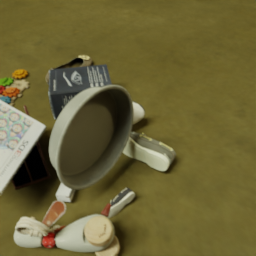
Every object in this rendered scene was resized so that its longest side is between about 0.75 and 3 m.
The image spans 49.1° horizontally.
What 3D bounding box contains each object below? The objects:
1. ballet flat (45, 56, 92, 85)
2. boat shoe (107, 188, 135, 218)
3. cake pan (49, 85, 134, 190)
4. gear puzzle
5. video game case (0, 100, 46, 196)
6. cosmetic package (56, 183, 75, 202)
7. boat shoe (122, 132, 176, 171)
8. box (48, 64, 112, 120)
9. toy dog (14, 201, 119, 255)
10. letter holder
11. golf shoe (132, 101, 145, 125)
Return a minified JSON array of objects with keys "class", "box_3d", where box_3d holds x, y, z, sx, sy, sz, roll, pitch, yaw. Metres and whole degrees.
[{"class":"ballet flat","box_3d":[-2.648,-2.763,12.704,0.936,0.644,2.779,21,43,30]},{"class":"boat shoe","box_3d":[-0.299,2.045,7.657,1.036,0.383,0.313,-40,49,-11]},{"class":"cake pan","box_3d":[-0.853,0.195,6.942,0.504,2.749,2.749,26,48,29]},{"class":"gear puzzle","box_3d":[-5.075,-1.802,11.963,1.449,0.366,2.797,9,43,9]},{"class":"video game case","box_3d":[-3.635,0.233,6.724,2.448,0.290,2.228,30,59,-8]},{"class":"cosmetic package","box_3d":[-1.727,1.719,7.995,0.398,0.290,0.782,3,37,10]},{"class":"boat shoe","box_3d":[0.438,0.588,9.004,2.275,0.813,0.680,26,48,28]},{"class":"box","box_3d":[-1.834,-1.440,10.921,2.354,1.228,1.742,-7,43,-7]},{"class":"toy dog","box_3d":[-1.300,2.250,6.572,2.451,1.616,1.180,16,46,-8]},{"class":"letter holder","box_3d":[-3.299,0.497,8.605,1.070,1.512,2.128,-18,46,-19]},{"class":"golf shoe","box_3d":[-0.384,-0.230,9.058,2.703,1.051,1.277,-5,34,-36]}]
